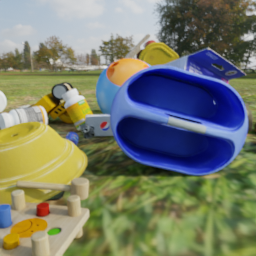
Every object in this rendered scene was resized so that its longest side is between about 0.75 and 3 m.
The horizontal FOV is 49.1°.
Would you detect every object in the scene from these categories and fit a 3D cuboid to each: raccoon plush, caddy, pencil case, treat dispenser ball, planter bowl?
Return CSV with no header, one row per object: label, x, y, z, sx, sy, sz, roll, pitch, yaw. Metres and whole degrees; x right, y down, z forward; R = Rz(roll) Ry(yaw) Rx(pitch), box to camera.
raccoon plush,-1.257,-0.011,8.365,0.364,0.505,0.753,-24,28,0
caddy,1.064,-0.162,6.112,2.968,2.098,1.558,13,9,-9
pencil case,-1.419,0.330,6.992,0.303,0.337,0.776,-33,16,1
treat dispenser ball,0.043,-1.379,10.938,2.608,2.608,2.608,0,13,0
planter bowl,-1.973,0.493,5.218,2.255,0.939,2.255,-10,22,4

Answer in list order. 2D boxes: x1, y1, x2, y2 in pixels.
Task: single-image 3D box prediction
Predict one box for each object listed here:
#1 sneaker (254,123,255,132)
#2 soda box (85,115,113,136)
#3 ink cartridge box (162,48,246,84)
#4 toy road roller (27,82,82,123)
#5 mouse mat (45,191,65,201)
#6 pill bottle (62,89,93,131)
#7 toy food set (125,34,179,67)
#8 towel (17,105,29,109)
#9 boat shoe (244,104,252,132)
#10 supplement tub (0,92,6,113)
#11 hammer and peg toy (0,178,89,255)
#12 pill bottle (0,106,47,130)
sneaker,5.650,-0.600,10.432,2.844,1.277,0.954,-10,16,-37
soda box,-0.435,-0.103,9.521,2.013,0.687,0.639,-2,8,-6
ink cartridge box,1.717,-1.259,7.902,2.422,0.525,2.378,-11,-15,42
toy road roller,-2.879,-0.737,11.619,2.303,1.681,1.415,-37,10,6
mouse mat,-1.791,1.115,5.656,1.189,0.056,1.478,0,14,-2
pill bottle,-1.816,-0.674,10.158,0.772,1.390,0.772,-28,5,3
toy food set,1.123,-3.112,12.459,2.595,1.527,0.848,29,20,-34
towel,-5.321,-1.100,15.217,0.912,0.164,0.948,7,14,30
boat shoe,4.059,-0.440,10.495,0.854,0.904,2.512,1,7,17
supplement tub,-6.696,-1.329,13.725,1.259,1.259,1.744,-7,15,-29
hammer and peg toy,-1.222,1.251,3.775,1.263,0.605,1.717,2,13,13
pill bottle,-3.593,-0.261,9.625,1.416,0.824,0.824,-14,18,-37
